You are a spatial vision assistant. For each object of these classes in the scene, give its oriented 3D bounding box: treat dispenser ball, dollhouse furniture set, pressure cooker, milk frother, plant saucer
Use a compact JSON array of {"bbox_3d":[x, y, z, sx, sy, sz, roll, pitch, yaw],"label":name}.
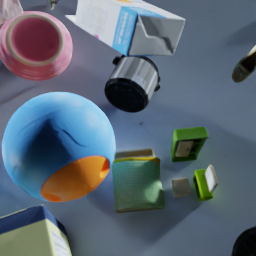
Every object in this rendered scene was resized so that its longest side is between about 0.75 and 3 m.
[{"bbox_3d":[-1.557,0.428,6.493,2.502,2.502,2.502,0,59,0],"label":"treat dispenser ball"},{"bbox_3d":[0.770,1.045,6.826,2.418,1.213,1.584,-6,59,-3],"label":"dollhouse furniture set"},{"bbox_3d":[0.182,-1.380,8.186,1.380,1.359,1.545,6,55,27],"label":"pressure cooker"},{"bbox_3d":[2.853,2.731,5.635,2.397,2.549,2.300,4,92,-39],"label":"milk frother"},{"bbox_3d":[-2.931,-2.683,8.896,2.309,0.585,2.309,2,81,-14],"label":"plant saucer"}]

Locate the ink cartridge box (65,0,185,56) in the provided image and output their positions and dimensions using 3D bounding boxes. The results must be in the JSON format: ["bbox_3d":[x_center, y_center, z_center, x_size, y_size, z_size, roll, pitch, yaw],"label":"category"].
[{"bbox_3d":[-0.170,-2.378,6.053,1.382,0.814,2.401,-13,41,-41],"label":"ink cartridge box"}]

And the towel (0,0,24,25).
[{"bbox_3d":[-3.395,-3.261,7.444,1.027,0.981,0.165,-36,63,-19],"label":"towel"}]

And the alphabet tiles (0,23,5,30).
[{"bbox_3d":[-5.051,-3.536,10.292,1.953,0.074,2.347,-10,59,-6],"label":"alphabet tiles"}]

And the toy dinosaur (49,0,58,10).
[{"bbox_3d":[-2.954,-4.972,11.100,0.375,0.202,0.852,-19,60,6],"label":"toy dinosaur"}]

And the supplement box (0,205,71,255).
[{"bbox_3d":[-2.371,3.402,4.949,2.906,1.951,2.903,-17,60,-10],"label":"supplement box"}]

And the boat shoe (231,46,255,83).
[{"bbox_3d":[2.084,-1.119,4.856,0.305,0.832,0.261,38,38,11],"label":"boat shoe"}]
